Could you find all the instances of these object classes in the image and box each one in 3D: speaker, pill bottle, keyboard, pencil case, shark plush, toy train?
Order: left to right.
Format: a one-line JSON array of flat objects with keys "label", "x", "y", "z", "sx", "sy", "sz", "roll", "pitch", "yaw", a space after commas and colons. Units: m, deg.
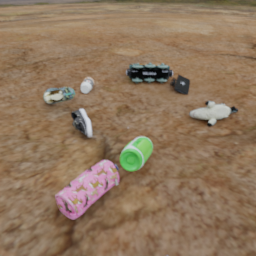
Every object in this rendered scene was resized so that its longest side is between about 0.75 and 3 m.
[{"label": "pill bottle", "x": -2.078, "y": -2.142, "z": 14.172, "sx": 0.556, "sy": 0.556, "sz": 0.955, "roll": 3, "pitch": 31, "yaw": 5}, {"label": "pencil case", "x": -1.052, "y": 1.633, "z": 7.584, "sx": 0.827, "sy": 0.791, "sz": 1.911, "roll": -3, "pitch": 22, "yaw": 43}, {"label": "speaker", "x": 0.283, "y": 0.762, "z": 8.609, "sx": 0.748, "sy": 0.748, "sz": 1.691, "roll": 9, "pitch": 14, "yaw": 15}, {"label": "toy train", "x": 1.150, "y": -3.071, "z": 15.345, "sx": 2.532, "sy": 1.079, "sz": 1.443, "roll": 0, "pitch": 21, "yaw": 1}, {"label": "keyboard", "x": 2.683, "y": -2.238, "z": 14.689, "sx": 1.030, "sy": 0.392, "sz": 1.979, "roll": 27, "pitch": 32, "yaw": 0}, {"label": "shark plush", "x": 3.687, "y": -0.769, "z": 11.743, "sx": 2.197, "sy": 0.998, "sz": 0.915, "roll": -20, "pitch": 5, "yaw": -22}]

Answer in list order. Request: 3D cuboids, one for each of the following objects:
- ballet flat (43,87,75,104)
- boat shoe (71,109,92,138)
[{"label": "ballet flat", "x": -3.244, "y": -1.391, "z": 12.281, "sx": 2.015, "sy": 0.748, "sz": 0.748, "roll": -9, "pitch": 21, "yaw": 37}, {"label": "boat shoe", "x": -1.812, "y": -0.185, "z": 10.599, "sx": 0.617, "sy": 0.651, "sz": 1.861, "roll": -10, "pitch": 35, "yaw": -16}]
